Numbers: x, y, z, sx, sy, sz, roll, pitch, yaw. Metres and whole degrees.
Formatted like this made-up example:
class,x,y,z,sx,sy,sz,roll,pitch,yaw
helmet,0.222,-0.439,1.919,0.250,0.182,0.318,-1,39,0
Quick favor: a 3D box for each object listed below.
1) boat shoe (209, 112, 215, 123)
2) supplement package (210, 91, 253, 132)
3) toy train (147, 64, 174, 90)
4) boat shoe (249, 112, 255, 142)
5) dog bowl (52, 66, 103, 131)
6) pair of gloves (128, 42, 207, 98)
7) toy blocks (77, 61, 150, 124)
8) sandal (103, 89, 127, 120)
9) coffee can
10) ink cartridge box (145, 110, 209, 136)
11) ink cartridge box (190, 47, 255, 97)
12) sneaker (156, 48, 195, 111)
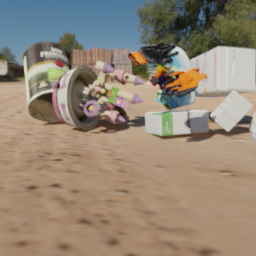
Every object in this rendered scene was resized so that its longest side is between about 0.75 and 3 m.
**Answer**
class,x,y,z,sx,sy,sz,roll,pitch,yaw
boat shoe,3.886,-0.510,12.921,1.362,0.482,0.472,-15,-2,-26
supplement package,3.574,-0.591,9.758,0.704,1.204,0.706,39,17,-5
toy train,1.039,-1.837,9.129,0.652,0.891,1.540,-9,-12,34
boat shoe,4.670,-0.070,9.584,0.959,0.871,2.608,1,12,7
dog bowl,-1.950,-1.124,10.911,0.911,2.471,2.471,1,11,24
pair of gloves,1.103,-1.632,7.677,1.699,0.236,1.907,-28,68,-35
toy blocks,-0.386,-1.156,10.401,1.914,2.124,2.273,21,1,8
sandal,-0.985,-1.339,12.413,0.706,2.616,1.051,-48,2,-39
coffee can,-3.364,-1.964,12.108,2.078,2.840,2.078,-13,-30,-7
ink cartridge box,1.759,-0.213,10.186,1.915,0.807,1.399,-4,6,-19
ink cartridge box,3.668,-2.115,11.123,1.597,1.604,2.187,0,1,-15
sneaker,1.558,-1.620,10.041,1.450,2.222,0.884,-24,23,-14
